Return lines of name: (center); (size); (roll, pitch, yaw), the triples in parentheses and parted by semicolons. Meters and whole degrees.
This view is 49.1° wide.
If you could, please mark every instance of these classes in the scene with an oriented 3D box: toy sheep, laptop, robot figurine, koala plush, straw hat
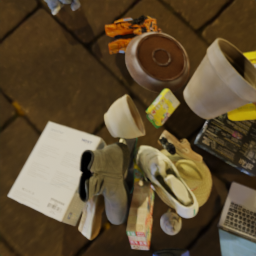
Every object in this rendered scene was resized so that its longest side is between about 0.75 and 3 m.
toy sheep: (1.483, 3.291, 9.679); (0.789, 1.144, 0.789); (0, 93, 3)
laptop: (4.635, 3.644, 9.595); (2.601, 1.610, 2.778); (21, 83, 2)
robot figurine: (0.258, -3.674, 11.091); (2.204, 0.641, 1.598); (-11, 84, -2)
koala plush: (-2.732, -5.155, 11.178); (1.181, 1.085, 1.047); (-29, 83, 8)
straw hat: (2.019, 1.657, 9.841); (2.437, 1.031, 2.437); (4, 67, -10)

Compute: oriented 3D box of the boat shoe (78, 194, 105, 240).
boat shoe: (-1.278, 2.762, 9.671); (0.749, 0.798, 2.166); (18, 98, 24)

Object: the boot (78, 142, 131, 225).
boot: (-0.818, 1.866, 8.504); (0.965, 1.862, 2.850); (9, 104, 34)

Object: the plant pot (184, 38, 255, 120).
plant pot: (2.993, -1.361, 9.169); (2.302, 2.302, 1.997); (48, 127, 6)

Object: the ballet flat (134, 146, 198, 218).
ballet flat: (1.240, 1.544, 9.034); (1.010, 1.010, 2.910); (-37, 66, -5)

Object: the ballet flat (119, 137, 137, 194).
ballet flat: (-0.167, 1.191, 9.585); (0.778, 0.778, 2.130); (6, 78, 1)

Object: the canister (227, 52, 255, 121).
canister: (4.328, -1.467, 10.043); (1.662, 0.969, 2.238); (-6, 70, 23)

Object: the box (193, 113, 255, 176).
box: (4.061, 0.356, 10.581); (2.466, 0.537, 1.976); (29, 83, 4)

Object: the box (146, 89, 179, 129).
box: (1.036, -0.580, 8.686); (1.115, 0.270, 0.654); (-50, 118, -12)

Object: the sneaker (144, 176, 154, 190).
sneaker: (0.939, 2.053, 10.323); (0.844, 0.591, 0.328); (42, 84, 5)

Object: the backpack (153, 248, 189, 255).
backpack: (1.248, 4.102, 8.455); (0.997, 0.810, 0.836); (-8, 74, 31)

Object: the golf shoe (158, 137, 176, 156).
golf shoe: (1.355, 0.640, 9.325); (0.322, 0.391, 0.827); (-33, 51, -1)

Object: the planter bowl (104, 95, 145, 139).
planter bowl: (-0.170, -0.230, 8.676); (0.909, 1.350, 1.350); (-23, 82, 13)

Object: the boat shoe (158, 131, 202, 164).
boat shoe: (1.961, 0.704, 10.061); (1.781, 0.635, 0.575); (27, 100, -10)

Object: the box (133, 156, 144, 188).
box: (0.005, 1.499, 10.318); (1.225, 0.747, 1.180); (19, 83, 2)

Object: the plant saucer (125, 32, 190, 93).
plant saucer: (1.157, -2.484, 10.171); (2.527, 0.405, 2.527); (5, 71, -14)

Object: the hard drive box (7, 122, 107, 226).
hard drive box: (-2.212, 1.451, 9.299); (2.181, 1.075, 2.799); (17, 70, 21)

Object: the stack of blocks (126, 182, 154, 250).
stack of blocks: (0.446, 2.815, 9.135); (0.547, 1.075, 1.867); (-2, 41, 14)
